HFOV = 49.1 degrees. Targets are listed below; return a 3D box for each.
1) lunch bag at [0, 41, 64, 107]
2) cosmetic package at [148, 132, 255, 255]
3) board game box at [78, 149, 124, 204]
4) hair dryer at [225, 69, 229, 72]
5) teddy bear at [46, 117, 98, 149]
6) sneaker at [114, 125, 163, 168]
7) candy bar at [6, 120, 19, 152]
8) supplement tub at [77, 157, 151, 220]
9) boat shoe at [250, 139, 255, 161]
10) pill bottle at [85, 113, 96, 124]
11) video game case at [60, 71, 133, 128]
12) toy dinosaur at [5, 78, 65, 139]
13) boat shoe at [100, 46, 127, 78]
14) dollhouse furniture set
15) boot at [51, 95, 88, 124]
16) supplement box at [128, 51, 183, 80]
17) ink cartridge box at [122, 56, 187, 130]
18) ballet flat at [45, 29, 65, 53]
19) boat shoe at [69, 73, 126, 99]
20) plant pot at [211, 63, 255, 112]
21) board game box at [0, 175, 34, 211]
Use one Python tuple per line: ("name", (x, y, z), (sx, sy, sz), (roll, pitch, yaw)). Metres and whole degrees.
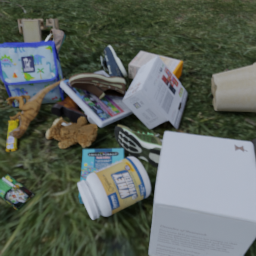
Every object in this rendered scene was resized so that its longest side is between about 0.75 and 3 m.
("lunch bag", (-4.011, -2.336, 11.831), (2.303, 2.709, 1.726), (-7, 44, -8))
("cosmetic package", (1.872, 1.943, 7.410), (2.308, 2.775, 2.322), (8, 44, 9))
("board game box", (-0.842, 1.575, 9.455), (1.460, 0.454, 1.934), (-1, 44, -2))
("hair dryer", (4.818, -2.140, 13.139), (0.305, 0.855, 1.123), (-10, 54, 45))
("teddy bear", (-2.151, 0.205, 10.782), (2.115, 0.706, 1.534), (-2, 41, 8))
("sneaker", (0.676, 0.563, 10.313), (2.588, 0.995, 1.147), (29, 39, 19))
("candy bar", (-4.535, 0.247, 10.998), (0.447, 0.199, 1.791), (-11, 46, -7))
("supplement tub", (-0.406, 1.723, 8.053), (1.806, 1.306, 1.306), (-22, 49, -19))
("boat shoe", (4.550, 1.465, 9.372), (0.757, 0.897, 2.516), (-26, 45, 39))
("pill bottle", (-1.401, -0.881, 11.649), (0.872, 0.872, 1.457), (-7, 48, -8))
("video game case", (-1.070, -1.266, 11.339), (2.553, 0.293, 2.326), (45, 44, 19))
("toy dinosaur", (-3.857, -0.929, 11.255), (1.579, 0.898, 2.973), (27, 78, 12))
("boat shoe", (-0.847, -3.137, 13.765), (0.876, 1.060, 2.832), (-28, 46, 1))
("dollhouse furniture set", (-5.338, -5.602, 16.490), (2.103, 1.490, 2.289), (0, 23, -1))
("boot", (-2.137, -0.924, 12.112), (1.705, 0.620, 1.811), (14, 35, 17))
("supplement box", (1.331, -2.830, 13.663), (2.280, 0.838, 1.437), (19, 48, 19))
("ink cartridge box", (1.232, -1.299, 11.633), (1.080, 2.262, 2.577), (-26, 27, 41))
("ballet flat", (-3.771, -3.571, 13.415), (0.836, 0.826, 2.455), (6, 80, 51))
("boat shoe", (-1.099, -1.548, 10.771), (2.291, 0.846, 0.848), (-1, 74, -24))
("plant pot", (4.624, -1.576, 11.639), (2.114, 2.309, 2.309), (-4, 44, 11))
("board game box", (-3.794, 2.090, 9.168), (1.323, 0.155, 0.693), (27, 53, 25))
